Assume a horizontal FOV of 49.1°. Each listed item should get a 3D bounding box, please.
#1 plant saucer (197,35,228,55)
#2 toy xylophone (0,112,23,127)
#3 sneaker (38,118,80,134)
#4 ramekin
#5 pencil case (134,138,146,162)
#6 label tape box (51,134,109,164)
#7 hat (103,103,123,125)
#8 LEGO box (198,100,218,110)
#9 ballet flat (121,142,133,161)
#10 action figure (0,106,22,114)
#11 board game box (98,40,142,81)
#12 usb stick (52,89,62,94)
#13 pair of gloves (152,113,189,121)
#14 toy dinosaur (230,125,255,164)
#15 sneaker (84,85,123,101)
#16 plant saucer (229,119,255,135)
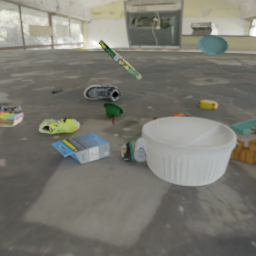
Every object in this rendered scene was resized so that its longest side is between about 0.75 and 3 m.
[{"bbox_3d":[3.681,-3.625,12.145,1.293,0.177,1.293,16,-19,6],"label":"plant saucer"},{"bbox_3d":[-5.086,-0.414,11.426,1.696,0.426,1.241,1,20,1],"label":"toy xylophone"},{"bbox_3d":[-2.519,0.003,10.239,1.568,0.591,0.599,-5,25,17],"label":"sneaker"},{"bbox_3d":[1.591,0.595,7.638,2.479,1.154,2.479,0,20,0],"label":"ramekin"},{"bbox_3d":[0.396,0.650,8.525,0.402,0.439,0.967,-13,17,11],"label":"pencil case"},{"bbox_3d":[-1.435,0.657,8.484,1.442,0.477,1.033,-16,25,-32],"label":"label tape box"},{"bbox_3d":[-0.785,-0.459,11.968,0.908,0.964,1.096,15,-20,11],"label":"hat"},{"bbox_3d":[3.868,-1.119,13.529,0.753,0.291,0.561,13,24,32],"label":"LEGO box"},{"bbox_3d":[-0.036,0.698,8.573,0.347,0.345,1.014,-8,20,3],"label":"ballet flat"},{"bbox_3d":[-5.327,-0.830,12.726,1.014,0.352,0.660,1,13,-7],"label":"action figure"},{"bbox_3d":[-0.261,-2.631,11.137,1.190,0.266,2.271,50,13,21],"label":"board game box"},{"bbox_3d":[-4.203,-2.183,16.638,0.233,0.137,0.839,8,21,22],"label":"usb stick"},{"bbox_3d":[1.988,-0.224,11.225,1.865,0.231,1.662,-8,20,-29],"label":"pair of gloves"},{"bbox_3d":[3.865,0.773,8.073,2.861,0.864,1.519,10,48,34],"label":"toy dinosaur"},{"bbox_3d":[-1.268,-1.820,14.746,1.975,0.745,1.124,-6,19,-23],"label":"sneaker"},{"bbox_3d":[4.856,-0.106,10.964,2.056,0.195,0.719,-11,23,-31],"label":"plant saucer"}]
